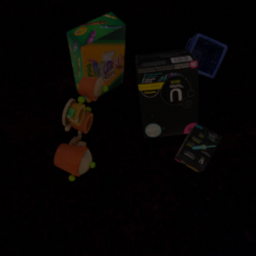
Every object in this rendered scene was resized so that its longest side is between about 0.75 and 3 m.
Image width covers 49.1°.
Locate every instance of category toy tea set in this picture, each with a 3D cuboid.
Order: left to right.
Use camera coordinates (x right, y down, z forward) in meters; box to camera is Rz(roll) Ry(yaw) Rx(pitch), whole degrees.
[{"bbox_3d":[-1.086,0.018,7.431,1.016,2.746,1.633,17,21,6],"label":"toy tea set"}]

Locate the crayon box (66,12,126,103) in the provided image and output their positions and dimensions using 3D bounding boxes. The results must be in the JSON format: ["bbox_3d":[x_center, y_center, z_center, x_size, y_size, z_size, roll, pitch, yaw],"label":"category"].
[{"bbox_3d":[-1.033,-2.322,9.717,1.694,2.853,0.831,-33,67,-20],"label":"crayon box"}]

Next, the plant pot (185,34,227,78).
[{"bbox_3d":[2.830,-2.796,11.013,1.339,1.338,1.203,20,10,-11],"label":"plant pot"}]

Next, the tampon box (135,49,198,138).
[{"bbox_3d":[1.209,-1.076,8.801,1.743,2.325,1.468,-7,28,5],"label":"tampon box"}]

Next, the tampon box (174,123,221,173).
[{"bbox_3d":[1.659,0.493,6.725,0.688,0.580,0.918,31,74,8],"label":"tampon box"}]
